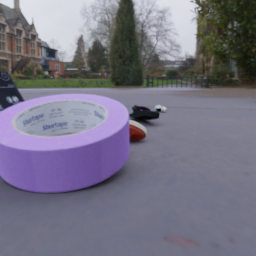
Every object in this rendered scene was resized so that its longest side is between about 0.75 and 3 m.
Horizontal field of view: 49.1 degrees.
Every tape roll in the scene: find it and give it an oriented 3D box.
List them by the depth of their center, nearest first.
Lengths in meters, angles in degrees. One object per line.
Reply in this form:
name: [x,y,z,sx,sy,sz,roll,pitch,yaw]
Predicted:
tape roll: [-1.146,0.122,4.992,2.340,0.768,2.340,-1,25,1]

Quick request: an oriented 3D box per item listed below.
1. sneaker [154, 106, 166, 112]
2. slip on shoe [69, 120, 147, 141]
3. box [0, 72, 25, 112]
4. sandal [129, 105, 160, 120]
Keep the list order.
sneaker: [1.518,-0.942,13.933,0.356,0.307,0.812,-9,12,-35]
slip on shoe: [-0.510,0.141,7.133,2.114,0.647,0.783,8,-31,-22]
box: [-3.515,-0.299,6.162,1.264,1.456,2.203,-35,-7,28]
sandal: [0.564,-0.605,10.681,0.837,0.533,2.228,11,-4,-23]
